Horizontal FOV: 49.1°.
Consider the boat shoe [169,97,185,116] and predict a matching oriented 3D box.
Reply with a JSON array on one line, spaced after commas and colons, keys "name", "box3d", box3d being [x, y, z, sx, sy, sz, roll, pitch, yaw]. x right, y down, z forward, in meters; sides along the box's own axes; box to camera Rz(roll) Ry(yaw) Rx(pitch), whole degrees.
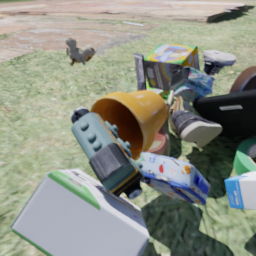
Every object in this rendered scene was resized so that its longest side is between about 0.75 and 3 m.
[{"name": "boat shoe", "box3d": [1.439, -0.531, 8.242, 0.457, 0.468, 1.237, -9, 31, 12]}]

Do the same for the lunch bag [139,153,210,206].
[{"name": "lunch bag", "box3d": [0.880, 0.998, 5.313, 1.231, 1.537, 0.581, 12, 73, 36]}]

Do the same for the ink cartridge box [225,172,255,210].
[{"name": "ink cartridge box", "box3d": [2.926, 1.176, 5.285, 1.048, 0.607, 1.804, -6, -5, -33]}]

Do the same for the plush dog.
[{"name": "plush dog", "box3d": [-1.668, -2.403, 9.328, 1.041, 0.835, 0.894, 23, 4, -8]}]

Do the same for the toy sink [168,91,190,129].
[{"name": "toy sink", "box3d": [1.786, -0.612, 9.650, 0.658, 1.174, 0.765, 3, 47, 18]}]

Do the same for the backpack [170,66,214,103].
[{"name": "backpack", "box3d": [2.108, -1.358, 9.047, 1.253, 0.944, 1.113, 10, -13, -18]}]

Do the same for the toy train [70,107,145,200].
[{"name": "toy train", "box3d": [-0.380, 0.376, 4.671, 0.761, 1.018, 1.787, -36, 55, 0]}]

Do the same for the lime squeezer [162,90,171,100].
[{"name": "lime squeezer", "box3d": [1.247, -1.059, 9.176, 0.174, 0.325, 0.921, 31, 19, 17]}]

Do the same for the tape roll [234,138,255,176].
[{"name": "tape roll", "box3d": [4.080, 1.043, 7.775, 2.109, 0.507, 2.109, 0, 31, 0]}]

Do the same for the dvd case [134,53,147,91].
[{"name": "dvd case", "box3d": [0.333, -1.481, 7.583, 0.082, 1.026, 0.763, -10, 21, -11]}]

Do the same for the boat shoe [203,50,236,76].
[{"name": "boat shoe", "box3d": [3.164, -2.180, 9.793, 0.656, 0.815, 1.758, -6, 25, -7]}]

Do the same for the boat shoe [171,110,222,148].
[{"name": "boat shoe", "box3d": [1.979, -0.028, 8.017, 0.792, 0.917, 2.525, 54, 21, 25]}]

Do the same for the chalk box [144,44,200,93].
[{"name": "chalk box", "box3d": [1.481, -2.316, 10.718, 2.127, 1.323, 1.317, 18, 52, 36]}]

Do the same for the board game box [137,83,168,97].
[{"name": "board game box", "box3d": [1.506, -1.972, 12.904, 1.104, 0.346, 2.310, 22, 40, 30]}]

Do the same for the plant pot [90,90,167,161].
[{"name": "plant pot", "box3d": [0.138, -0.199, 6.210, 1.485, 1.485, 1.359, 22, 37, 31]}]

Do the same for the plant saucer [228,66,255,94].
[{"name": "plant saucer", "box3d": [3.952, -1.083, 9.164, 1.863, 1.863, 0.321, -20, 36, -29]}]

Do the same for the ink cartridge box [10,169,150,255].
[{"name": "ink cartridge box", "box3d": [-0.641, 1.523, 4.769, 1.664, 0.965, 2.298, 32, -6, 3]}]

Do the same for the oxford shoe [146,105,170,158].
[{"name": "oxford shoe", "box3d": [0.794, 0.173, 8.593, 1.028, 1.073, 2.906, -10, 33, 17]}]

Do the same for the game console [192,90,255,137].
[{"name": "game console", "box3d": [3.891, -0.614, 8.375, 1.687, 2.550, 2.899, -56, 24, -20]}]
